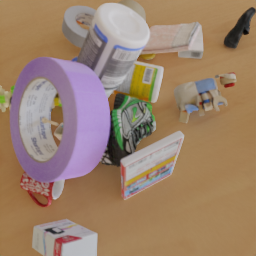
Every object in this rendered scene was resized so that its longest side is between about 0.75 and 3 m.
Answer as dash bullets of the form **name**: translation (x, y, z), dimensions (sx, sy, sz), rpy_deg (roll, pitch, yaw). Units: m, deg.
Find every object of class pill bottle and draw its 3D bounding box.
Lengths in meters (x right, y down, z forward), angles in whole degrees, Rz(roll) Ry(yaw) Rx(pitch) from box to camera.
- **pill bottle**: translation (-0.001, -1.529, 8.643), dimensions (2.008, 1.115, 1.115), rpy_deg (13, 57, 6)
- **pill bottle**: translation (-0.552, -1.760, 7.077), dimensions (1.330, 2.338, 1.330), rpy_deg (15, 53, -20)

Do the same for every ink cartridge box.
- **ink cartridge box**: translation (2.289, -3.210, 10.287), dimensions (0.828, 0.383, 1.520), rpy_deg (5, 55, 4)
- **ink cartridge box**: translation (-1.343, 2.359, 5.858), dimensions (1.173, 0.855, 0.486), rpy_deg (3, 90, 45)

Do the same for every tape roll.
- **tape roll**: translation (-1.678, -0.177, 6.453), dimensions (0.901, 2.745, 2.745), rpy_deg (-1, 45, -47)
- **tape roll**: translation (-1.520, -3.603, 10.028), dimensions (1.611, 0.532, 1.611), rpy_deg (11, 58, -17)

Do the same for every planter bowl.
- **planter bowl**: translation (-0.030, -3.738, 9.789), dimensions (1.145, 1.145, 0.771), rpy_deg (13, 60, 8)

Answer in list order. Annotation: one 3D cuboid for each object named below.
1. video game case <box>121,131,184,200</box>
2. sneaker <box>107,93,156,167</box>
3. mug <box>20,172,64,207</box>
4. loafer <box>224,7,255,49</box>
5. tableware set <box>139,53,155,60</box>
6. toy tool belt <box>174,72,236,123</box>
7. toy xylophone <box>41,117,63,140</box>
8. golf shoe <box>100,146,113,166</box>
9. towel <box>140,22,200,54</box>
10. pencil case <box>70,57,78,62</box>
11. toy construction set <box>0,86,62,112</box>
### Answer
- **video game case**: translation (0.498, 0.935, 6.472), dimensions (1.445, 2.021, 0.176), rpy_deg (-25, 60, -16)
- **sneaker**: translation (0.133, -0.081, 7.282), dimensions (1.232, 1.128, 2.891), rpy_deg (7, 33, 2)
- **mug**: translation (-2.196, 1.463, 6.992), dimensions (0.917, 0.612, 0.814), rpy_deg (11, 55, 11)
- **loafer**: translation (4.161, -3.609, 10.193), dimensions (0.577, 0.558, 1.643), rpy_deg (37, 92, 19)
- **tableware set**: translation (0.201, -2.556, 9.883), dimensions (1.451, 0.330, 2.153), rpy_deg (13, 54, -1)
- **toy tool belt**: translation (2.283, -0.842, 8.157), dimensions (1.818, 1.135, 1.117), rpy_deg (-13, 90, 17)
- **toy xylophone**: translation (-1.402, 0.149, 7.001), dimensions (1.828, 1.338, 0.459), rpy_deg (13, 57, 51)
- **golf shoe**: translation (-0.613, 0.662, 7.366), dimensions (1.173, 0.554, 0.456), rpy_deg (2, 15, 16)
- **towel**: translation (1.363, -3.105, 9.573), dimensions (1.882, 0.318, 1.971), rpy_deg (3, 39, 24)
- **pencil case**: translation (-1.917, -2.061, 9.374), dimensions (0.317, 0.353, 0.813), rpy_deg (43, 67, 7)
- **toy construction set**: translation (-2.844, -1.070, 8.292), dimensions (2.455, 1.131, 1.610), rpy_deg (-18, 53, -9)
